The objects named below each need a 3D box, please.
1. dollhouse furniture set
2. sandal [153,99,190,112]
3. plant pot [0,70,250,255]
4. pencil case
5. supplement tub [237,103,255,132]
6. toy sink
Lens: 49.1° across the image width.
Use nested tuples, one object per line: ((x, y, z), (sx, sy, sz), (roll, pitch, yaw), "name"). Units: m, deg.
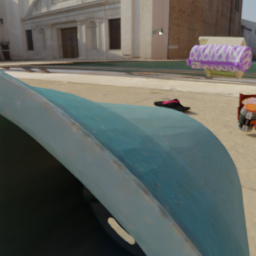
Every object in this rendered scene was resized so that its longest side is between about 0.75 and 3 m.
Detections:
((5.438, -0.639, 10.067), (2.612, 1.062, 1.405), (-2, 17, -7), "dollhouse furniture set")
((1.892, -1.102, 12.577), (0.807, 0.484, 2.148), (-11, 20, -31), "sandal")
((-0.251, 0.955, 2.371), (2.892, 2.892, 2.833), (8, 11, 23), "plant pot")
((1.819, -1.403, 5.655), (1.247, 0.523, 0.533), (14, 37, 42), "pencil case")
((3.859, -0.329, 9.006), (0.528, 0.861, 0.528), (-1, 40, 1), "supplement tub")
((2.063, -1.590, 6.403), (1.105, 0.720, 0.619), (19, 69, 41), "toy sink")
